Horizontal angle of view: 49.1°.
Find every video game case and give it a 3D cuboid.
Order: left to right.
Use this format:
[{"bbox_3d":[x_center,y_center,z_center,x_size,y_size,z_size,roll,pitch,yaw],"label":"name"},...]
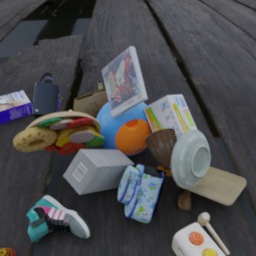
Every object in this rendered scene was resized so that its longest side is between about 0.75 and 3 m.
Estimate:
[{"bbox_3d":[-0.197,-1.596,10.098,0.230,1.822,2.000,0,72,-42],"label":"video game case"}]

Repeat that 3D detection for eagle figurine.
[{"bbox_3d":[-4.204,-1.705,14.708,1.522,1.514,2.006,-39,57,12],"label":"eagle figurine"}]

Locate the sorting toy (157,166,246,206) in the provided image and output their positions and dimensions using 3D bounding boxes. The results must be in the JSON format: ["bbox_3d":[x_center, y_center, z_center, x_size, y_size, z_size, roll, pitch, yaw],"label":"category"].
[{"bbox_3d":[2.687,1.939,10.514,2.964,0.397,2.208,17,19,31],"label":"sorting toy"}]

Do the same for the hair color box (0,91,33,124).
[{"bbox_3d":[-6.286,-0.959,14.213,2.486,0.806,1.359,-24,45,-24],"label":"hair color box"}]

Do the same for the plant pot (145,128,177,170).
[{"bbox_3d":[1.294,0.794,9.655,1.118,1.118,1.196,-12,64,-15],"label":"plant pot"}]

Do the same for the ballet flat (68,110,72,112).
[{"bbox_3d":[-2.703,-0.712,14.081,1.584,0.558,0.533,-21,46,-23],"label":"ballet flat"}]

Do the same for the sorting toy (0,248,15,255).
[{"bbox_3d":[-4.095,3.848,8.474,1.275,0.523,0.766,-6,40,-7],"label":"sorting toy"}]

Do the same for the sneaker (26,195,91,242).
[{"bbox_3d":[-2.433,3.144,8.948,2.337,0.977,1.411,18,37,33],"label":"sneaker"}]

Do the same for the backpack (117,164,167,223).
[{"bbox_3d":[0.346,2.128,9.350,1.316,1.790,1.638,15,-5,-5],"label":"backpack"}]

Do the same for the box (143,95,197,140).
[{"bbox_3d":[1.787,0.030,10.885,1.330,1.198,2.364,-13,79,-53],"label":"box"}]

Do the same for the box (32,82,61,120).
[{"bbox_3d":[-3.408,-0.997,11.881,0.945,1.812,1.341,5,81,-10],"label":"box"}]

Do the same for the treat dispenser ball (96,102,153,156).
[{"bbox_3d":[-0.113,-0.055,11.783,2.505,2.505,2.505,0,39,0],"label":"treat dispenser ball"}]

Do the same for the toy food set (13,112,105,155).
[{"bbox_3d":[-2.298,0.287,9.989,2.842,2.871,0.698,-23,64,18],"label":"toy food set"}]

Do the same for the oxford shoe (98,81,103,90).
[{"bbox_3d":[-1.647,-2.468,16.443,0.297,0.316,0.844,-9,40,-11],"label":"oxford shoe"}]

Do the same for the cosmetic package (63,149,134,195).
[{"bbox_3d":[-0.944,1.489,9.872,1.050,1.244,2.329,40,15,25],"label":"cosmetic package"}]

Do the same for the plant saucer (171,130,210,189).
[{"bbox_3d":[2.164,1.041,9.018,1.945,1.945,0.488,-32,26,-33],"label":"plant saucer"}]

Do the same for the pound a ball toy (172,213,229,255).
[{"bbox_3d":[2.471,3.664,8.294,1.604,1.045,2.459,-19,43,-22],"label":"pound a ball toy"}]

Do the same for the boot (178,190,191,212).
[{"bbox_3d":[2.089,2.457,10.300,0.479,0.467,1.269,0,40,16],"label":"boot"}]

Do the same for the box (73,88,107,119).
[{"bbox_3d":[-1.706,-0.668,12.215,1.705,2.086,0.222,-27,59,-37],"label":"box"}]
